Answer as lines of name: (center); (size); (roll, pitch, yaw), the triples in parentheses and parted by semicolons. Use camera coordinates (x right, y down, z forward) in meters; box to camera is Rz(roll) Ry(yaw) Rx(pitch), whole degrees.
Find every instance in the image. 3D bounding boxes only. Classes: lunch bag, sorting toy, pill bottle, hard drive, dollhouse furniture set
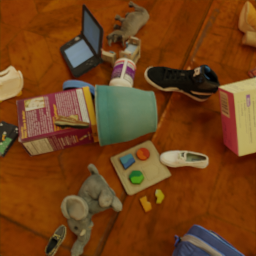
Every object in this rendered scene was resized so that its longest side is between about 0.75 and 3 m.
lunch bag: (2.149, 3.632, 7.149); (2.421, 1.645, 1.602); (33, 63, 21)
sorting toy: (-5.000, -1.877, 11.136); (1.642, 0.877, 1.478); (-21, 53, -11)
pill bottle: (-0.234, -1.918, 11.063); (0.880, 0.880, 1.566); (9, 58, 5)
sorting toy: (0.550, 1.539, 9.249); (1.619, 0.291, 2.173); (-22, 61, -13)
hard drive: (-4.481, 0.388, 10.006); (0.850, 0.230, 1.217); (18, 59, 11)
dollhouse furniture set: (-0.357, -3.227, 11.790); (1.461, 1.024, 1.030); (21, 60, 12)

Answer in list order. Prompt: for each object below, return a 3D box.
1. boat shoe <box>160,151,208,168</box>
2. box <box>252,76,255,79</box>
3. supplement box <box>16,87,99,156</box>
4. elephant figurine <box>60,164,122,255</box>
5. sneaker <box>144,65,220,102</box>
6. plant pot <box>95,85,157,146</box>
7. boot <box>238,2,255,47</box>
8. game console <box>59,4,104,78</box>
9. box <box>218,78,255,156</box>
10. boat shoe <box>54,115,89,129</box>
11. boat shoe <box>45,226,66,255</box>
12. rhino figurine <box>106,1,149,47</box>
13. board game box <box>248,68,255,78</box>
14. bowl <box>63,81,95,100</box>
boat shoe: (1.834, 0.960, 9.210); (1.568, 0.524, 0.577); (1, 58, 8)
box: (5.040, -1.124, 10.662); (1.358, 0.707, 1.237); (34, 63, 20)
supplement box: (-2.376, -0.215, 9.717); (2.535, 1.308, 1.659); (-12, 63, -8)
elephant figurine: (-1.302, 2.423, 8.217); (1.977, 1.399, 1.534); (-36, 35, -3)
sneaker: (2.081, -1.946, 10.287); (2.714, 1.518, 0.991); (16, 68, -10)
plant pot: (-0.049, -0.465, 9.448); (1.932, 2.056, 2.056); (-4, 58, -2)
boot: (6.190, -4.601, 12.820); (1.910, 0.939, 2.668); (9, 62, -1)
game console: (-1.964, -3.526, 11.384); (1.975, 1.360, 2.291); (-32, 54, 1)
box: (4.423, -0.505, 9.193); (2.430, 2.137, 1.175); (-14, 19, -1)
boat shoe: (-1.747, -0.212, 8.726); (1.086, 0.411, 0.401); (6, 74, -1)
boat shoe: (-2.107, 3.281, 8.173); (0.329, 0.278, 0.923); (18, 60, 11)
rhino figurine: (-0.065, -4.630, 12.793); (1.223, 0.836, 2.798); (28, 64, 16)
board game box: (6.305, -2.417, 11.765); (2.292, 0.223, 1.180); (-29, 61, -17)
bowl: (-1.810, -1.353, 10.494); (1.312, 1.312, 0.258); (8, 73, 5)
